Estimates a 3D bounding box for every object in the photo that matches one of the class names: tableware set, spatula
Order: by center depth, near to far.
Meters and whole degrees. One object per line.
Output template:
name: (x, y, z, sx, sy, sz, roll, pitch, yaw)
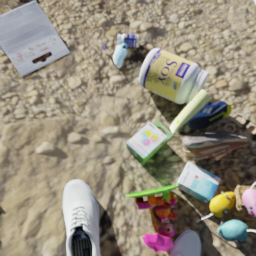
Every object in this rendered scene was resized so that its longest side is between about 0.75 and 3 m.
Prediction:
tableware set: (3.745, 0.038, 9.349, 1.134, 0.132, 0.948, -40, 69, -19)
spatula: (-0.750, -2.809, 10.736, 0.096, 0.265, 0.939, -32, 87, 12)

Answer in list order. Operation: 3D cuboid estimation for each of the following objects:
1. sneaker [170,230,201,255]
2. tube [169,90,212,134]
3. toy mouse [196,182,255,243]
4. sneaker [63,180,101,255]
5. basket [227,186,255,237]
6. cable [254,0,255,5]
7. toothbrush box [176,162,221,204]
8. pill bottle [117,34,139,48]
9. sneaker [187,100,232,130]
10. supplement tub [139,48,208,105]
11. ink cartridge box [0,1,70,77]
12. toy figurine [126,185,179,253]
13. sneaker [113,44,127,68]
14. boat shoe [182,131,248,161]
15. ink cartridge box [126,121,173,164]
sneaker: (1.320, 3.611, 7.033, 0.788, 0.764, 2.158, 26, 65, 8)
tube: (1.858, -0.476, 8.601, 1.577, 0.458, 0.409, -47, 61, 13)
toy mouse: (2.808, 2.157, 7.046, 2.068, 0.400, 1.837, -43, 24, 2)
sneaker: (-1.208, 2.617, 7.471, 1.000, 0.969, 2.738, -14, 63, -8)
basket: (3.576, 2.353, 7.933, 1.375, 1.025, 0.982, 14, 30, 7)
cable: (6.086, -5.533, 12.239, 1.054, 0.365, 1.054, 26, 65, 14)
toothbrush box: (2.069, 1.621, 8.311, 1.059, 0.452, 0.775, 28, 64, 15)
pill bottle: (0.004, -3.449, 11.046, 0.835, 0.483, 0.483, 5, 62, 3)
sneaker: (2.640, -0.443, 9.377, 1.552, 0.574, 0.638, -24, 40, -3)
supplement tub: (1.530, -1.689, 9.524, 2.004, 1.457, 1.457, 26, 65, 14)
ink cartridge box: (-3.948, -3.473, 11.145, 2.188, 0.768, 2.691, -32, 88, -16)
toy figurine: (0.862, 2.479, 7.608, 1.739, 1.306, 1.601, 0, 75, -44)
sneaker: (-0.267, -2.785, 10.616, 0.459, 0.414, 1.119, -21, 52, 38)
boat shoe: (2.688, 0.585, 8.731, 2.210, 0.793, 0.837, -4, 18, -13)
ink cartridge box: (0.725, 0.352, 9.009, 1.490, 0.442, 0.774, -40, 69, -19)
